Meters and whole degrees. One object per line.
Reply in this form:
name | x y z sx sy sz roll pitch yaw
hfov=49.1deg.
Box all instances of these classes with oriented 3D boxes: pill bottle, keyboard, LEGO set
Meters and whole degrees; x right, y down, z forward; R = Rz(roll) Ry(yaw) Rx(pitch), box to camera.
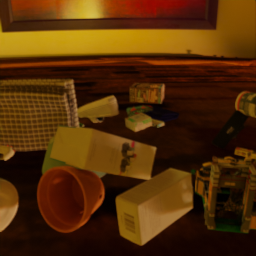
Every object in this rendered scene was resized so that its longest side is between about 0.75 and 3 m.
pill bottle | 6.502 -1.079 13.930 1.175 1.175 1.965 -11 22 -28
pill bottle | -3.690 1.520 6.326 2.245 1.257 1.257 11 22 29
keyboard | 3.739 0.081 10.272 0.789 1.515 0.300 28 18 -18
LEGO set | 2.943 1.195 6.538 2.985 1.729 2.295 6 20 17

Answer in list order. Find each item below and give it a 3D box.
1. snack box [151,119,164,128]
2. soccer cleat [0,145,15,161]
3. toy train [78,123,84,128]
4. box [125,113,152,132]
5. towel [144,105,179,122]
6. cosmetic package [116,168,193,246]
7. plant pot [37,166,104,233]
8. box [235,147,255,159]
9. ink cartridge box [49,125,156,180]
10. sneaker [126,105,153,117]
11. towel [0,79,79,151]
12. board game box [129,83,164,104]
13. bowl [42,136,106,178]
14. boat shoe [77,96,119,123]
snack box | 1.160 -0.229 13.007 0.887 0.164 0.515 16 25 38
soccer cleat | -4.509 0.805 9.634 1.372 0.476 0.532 6 43 30
toy train | -2.356 -0.198 12.874 0.837 0.175 0.236 20 12 33
box | 0.457 -0.245 12.482 0.907 0.439 0.801 -20 27 -24
towel | 1.472 -0.792 14.163 1.382 0.464 1.871 -15 24 -35
cosmetic package | 0.652 1.674 6.266 1.858 0.944 0.688 -17 18 -42
plant pot | -1.220 1.522 6.402 1.411 1.411 0.988 11 7 29
box | 4.149 0.886 9.768 0.766 0.192 0.288 13 23 33
ink cartridge box | -0.407 0.700 7.291 2.693 0.914 1.550 19 -9 -43
sneaker | 0.600 -0.716 13.532 1.414 0.675 0.561 -6 -2 34
towel | -3.339 -0.408 10.035 2.984 2.471 1.277 0 26 0
board game box | 1.185 -2.162 17.356 1.940 0.940 1.547 3 19 12
bowl | -1.651 0.735 8.801 2.157 1.128 2.157 -1 19 0
boat shoe | -1.435 -0.711 12.826 2.833 0.970 1.020 -14 9 42
